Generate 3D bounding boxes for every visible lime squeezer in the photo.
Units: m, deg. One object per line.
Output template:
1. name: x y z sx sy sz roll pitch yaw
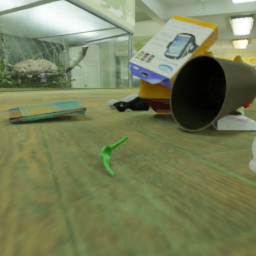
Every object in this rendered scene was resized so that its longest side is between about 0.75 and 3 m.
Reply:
1. lime squeezer: -0.307 0.507 4.954 0.417 0.223 1.182 5 28 9

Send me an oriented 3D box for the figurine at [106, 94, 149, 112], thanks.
1. figurine: -0.099 -1.178 13.551 1.686 0.744 1.728 -9 12 -22

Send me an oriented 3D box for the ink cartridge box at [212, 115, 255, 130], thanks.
1. ink cartridge box: 3.469 -0.186 8.872 1.516 0.328 1.488 0 10 8

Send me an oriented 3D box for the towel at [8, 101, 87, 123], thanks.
1. towel: -3.049 -0.629 10.484 2.643 0.287 1.938 -10 16 -20

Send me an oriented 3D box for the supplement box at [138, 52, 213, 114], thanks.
1. supplement box: 2.020 -1.600 10.812 2.464 1.659 2.498 4 -10 22

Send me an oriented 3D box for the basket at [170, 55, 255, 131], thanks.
1. basket: 2.646 -1.130 8.054 2.383 2.149 1.621 -18 50 -39

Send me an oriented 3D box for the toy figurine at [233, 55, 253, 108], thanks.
1. toy figurine: 4.171 -1.780 11.700 1.423 2.013 2.045 26 -15 -20

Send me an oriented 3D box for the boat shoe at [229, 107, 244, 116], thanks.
1. boat shoe: 3.737 -0.691 9.781 0.586 0.505 1.605 -1 -2 32

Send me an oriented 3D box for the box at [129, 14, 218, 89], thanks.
1. box: 1.445 -2.524 9.425 1.780 2.990 0.620 32 -17 34

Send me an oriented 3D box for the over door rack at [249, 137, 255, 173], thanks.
1. over door rack: 2.911 0.592 3.204 2.780 0.926 2.054 19 18 25
